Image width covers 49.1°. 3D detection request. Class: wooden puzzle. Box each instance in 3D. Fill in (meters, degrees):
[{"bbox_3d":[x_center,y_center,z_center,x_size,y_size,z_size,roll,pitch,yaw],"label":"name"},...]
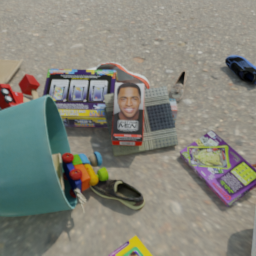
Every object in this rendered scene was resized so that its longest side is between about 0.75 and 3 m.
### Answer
[{"bbox_3d":[-5.763,-2.383,12.099,2.053,0.382,1.899,1,43,8],"label":"wooden puzzle"},{"bbox_3d":[-2.586,1.339,7.506,1.623,0.302,1.501,-6,49,-14],"label":"wooden puzzle"}]

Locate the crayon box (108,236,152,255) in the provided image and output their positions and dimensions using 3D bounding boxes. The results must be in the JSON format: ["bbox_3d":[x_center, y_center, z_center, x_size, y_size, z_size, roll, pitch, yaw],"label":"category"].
[{"bbox_3d":[-0.023,3.259,5.864,1.506,0.439,1.300,-27,50,-26],"label":"crayon box"}]

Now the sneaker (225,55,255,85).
[{"bbox_3d":[4.824,-2.493,11.932,0.764,0.688,1.961,-21,47,-32],"label":"sneaker"}]

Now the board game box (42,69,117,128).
[{"bbox_3d":[-1.701,-1.077,9.981,2.538,0.720,2.098,2,61,2],"label":"board game box"}]

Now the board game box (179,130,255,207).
[{"bbox_3d":[2.619,1.084,8.078,1.264,0.340,2.107,-30,49,-9],"label":"board game box"}]

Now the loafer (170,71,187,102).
[{"bbox_3d":[2.008,-1.667,11.098,0.555,0.486,1.545,12,49,17],"label":"loafer"}]

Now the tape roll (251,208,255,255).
[{"bbox_3d":[3.645,2.295,5.810,1.941,1.941,1.333,16,46,17],"label":"tape roll"}]

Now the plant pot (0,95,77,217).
[{"bbox_3d":[-2.727,0.842,6.878,2.295,2.860,2.860,-14,44,-5],"label":"plant pot"}]

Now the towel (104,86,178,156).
[{"bbox_3d":[0.377,-0.248,9.144,2.221,0.384,2.139,-8,75,-7],"label":"towel"}]

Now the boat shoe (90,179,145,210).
[{"bbox_3d":[-0.297,1.633,7.560,1.648,0.534,0.603,17,45,17],"label":"boat shoe"}]

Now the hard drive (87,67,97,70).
[{"bbox_3d":[-1.390,-2.392,12.220,1.141,0.152,0.753,-19,46,-20],"label":"hard drive"}]

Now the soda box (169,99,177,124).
[{"bbox_3d":[0.643,-0.577,9.871,2.070,0.658,0.708,1,43,0],"label":"soda box"}]

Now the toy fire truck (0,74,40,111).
[{"bbox_3d":[-3.678,-0.838,9.857,1.798,0.622,2.550,-1,55,-57],"label":"toy fire truck"}]

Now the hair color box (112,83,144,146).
[{"bbox_3d":[0.007,-0.419,8.644,0.949,0.572,1.869,2,73,0],"label":"hair color box"}]

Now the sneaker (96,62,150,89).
[{"bbox_3d":[-0.413,-1.839,11.091,2.486,0.958,1.018,22,55,24],"label":"sneaker"}]

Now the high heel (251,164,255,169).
[{"bbox_3d":[3.822,1.098,7.841,1.876,0.900,0.632,-1,43,4],"label":"high heel"}]

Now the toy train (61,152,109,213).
[{"bbox_3d":[-1.000,1.385,7.430,1.119,0.818,1.933,-12,39,-26],"label":"toy train"}]
